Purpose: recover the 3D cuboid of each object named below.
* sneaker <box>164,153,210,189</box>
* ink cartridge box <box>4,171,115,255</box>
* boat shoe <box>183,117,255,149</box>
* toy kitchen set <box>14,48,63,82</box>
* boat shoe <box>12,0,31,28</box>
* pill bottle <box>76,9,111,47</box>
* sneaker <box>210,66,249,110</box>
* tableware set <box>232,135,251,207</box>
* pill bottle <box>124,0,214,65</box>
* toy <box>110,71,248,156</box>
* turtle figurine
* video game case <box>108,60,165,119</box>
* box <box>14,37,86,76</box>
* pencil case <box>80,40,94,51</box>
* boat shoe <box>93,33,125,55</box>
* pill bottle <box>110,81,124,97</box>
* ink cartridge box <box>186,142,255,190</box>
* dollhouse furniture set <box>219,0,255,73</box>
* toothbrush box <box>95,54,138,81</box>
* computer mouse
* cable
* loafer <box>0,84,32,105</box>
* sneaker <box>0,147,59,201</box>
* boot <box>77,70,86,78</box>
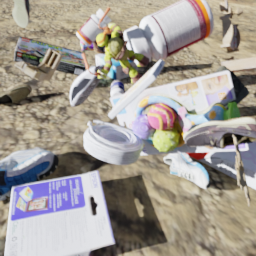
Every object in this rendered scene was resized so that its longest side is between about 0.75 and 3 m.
[{"bbox_3d":[1.631,1.252,8.042,0.746,0.645,1.721,-22,33,-18],"label":"sneaker"},{"bbox_3d":[-1.657,2.178,6.759,2.324,0.504,2.303,-10,38,-10],"label":"ink cartridge box"},{"bbox_3d":[1.496,0.144,4.541,1.207,0.434,0.391,-11,44,19],"label":"boat shoe"},{"bbox_3d":[-2.101,-1.564,6.460,0.663,0.733,0.812,31,9,6],"label":"toy kitchen set"},{"bbox_3d":[-2.841,-3.289,7.515,0.458,1.288,0.403,18,56,-2],"label":"boat shoe"},{"bbox_3d":[-1.188,-3.484,9.746,1.195,0.655,0.655,-44,38,13],"label":"pill bottle"},{"bbox_3d":[2.762,-1.057,8.599,2.229,0.852,1.277,-37,92,-32],"label":"sneaker"},{"bbox_3d":[1.745,0.674,4.357,0.119,1.022,0.854,-12,49,20],"label":"tableware set"},{"bbox_3d":[1.310,-3.162,9.266,2.688,1.473,1.473,-26,40,-4],"label":"pill bottle"},{"bbox_3d":[0.854,-0.048,6.000,2.898,1.669,0.684,-9,20,35],"label":"toy"},{"bbox_3d":[-0.166,-1.704,6.104,0.573,1.435,1.780,-17,54,44],"label":"turtle figurine"},{"bbox_3d":[0.139,-0.602,4.258,0.107,0.935,0.851,44,30,-8],"label":"video game case"},{"bbox_3d":[-2.548,-2.363,9.317,2.192,0.381,1.206,9,35,-20],"label":"box"},{"bbox_3d":[-1.270,-3.788,12.382,1.694,0.749,0.749,-7,37,-6],"label":"pencil case"},{"bbox_3d":[-0.267,-3.233,10.642,2.118,0.745,0.746,-10,74,-8],"label":"boat shoe"},{"bbox_3d":[-0.447,-1.516,11.737,0.576,0.576,0.996,0,37,0],"label":"pill bottle"},{"bbox_3d":[3.296,0.453,8.984,2.961,0.845,2.407,30,46,29],"label":"ink cartridge box"},{"bbox_3d":[3.874,-3.353,9.528,1.251,2.825,1.464,-2,4,28],"label":"dollhouse furniture set"},{"bbox_3d":[-0.575,-3.102,13.716,1.329,0.774,1.815,-25,43,-29],"label":"toothbrush box"},{"bbox_3d":[-1.117,-1.600,8.395,0.520,2.370,1.299,44,21,4],"label":"computer mouse"},{"bbox_3d":[-0.343,0.355,6.383,1.375,0.476,1.375,13,21,-5],"label":"cable"},{"bbox_3d":[-4.708,-1.283,11.453,1.619,0.615,0.546,-24,43,-14],"label":"loafer"},{"bbox_3d":[-3.329,1.217,7.889,2.541,0.953,1.101,-20,34,-38],"label":"sneaker"},{"bbox_3d":[-1.932,-2.456,12.600,0.462,1.062,1.277,9,37,12],"label":"boot"}]
